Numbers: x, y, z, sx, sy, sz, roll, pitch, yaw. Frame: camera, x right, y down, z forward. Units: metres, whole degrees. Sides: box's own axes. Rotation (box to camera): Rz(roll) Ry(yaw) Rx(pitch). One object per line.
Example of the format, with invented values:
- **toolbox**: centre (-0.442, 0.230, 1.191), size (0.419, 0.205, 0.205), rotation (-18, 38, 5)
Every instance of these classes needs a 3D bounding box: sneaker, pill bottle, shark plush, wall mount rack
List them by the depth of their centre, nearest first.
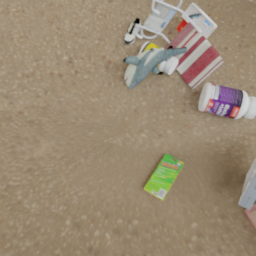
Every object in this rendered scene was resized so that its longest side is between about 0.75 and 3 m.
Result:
- **pill bottle**: centre (4.055, -1.024, 11.345), size (2.143, 1.194, 1.194), rotation (13, 64, 3)
- **shark plush**: centre (1.112, -2.710, 11.936), size (2.840, 1.290, 1.183), rotation (-21, 90, 4)
- **wall mount rack**: centre (1.743, -4.416, 12.366), size (2.411, 2.774, 1.034), rotation (14, 63, -20)
- **pill bottle**: centre (1.364, -3.108, 12.595), size (1.632, 0.933, 0.933), rotation (34, 68, 15)
- **sneaker**: centre (0.187, -4.716, 13.608), size (0.567, 0.615, 1.537), rotation (21, 66, 9)

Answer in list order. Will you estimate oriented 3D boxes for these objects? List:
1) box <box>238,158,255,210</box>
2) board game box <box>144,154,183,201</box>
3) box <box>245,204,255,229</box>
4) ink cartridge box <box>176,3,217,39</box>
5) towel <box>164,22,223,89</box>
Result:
- **box**: centre (4.310, 1.542, 9.344), size (0.415, 1.572, 2.017), rotation (25, 29, 19)
- **board game box**: centre (1.341, 1.799, 10.392), size (0.789, 0.248, 1.653), rotation (30, 69, 16)
- **box**: centre (4.996, 3.276, 9.139), size (1.079, 1.267, 1.981), rotation (-22, 65, -11)
- **ink cartridge box**: centre (3.043, -4.641, 12.899), size (0.359, 1.414, 1.604), rotation (-14, 62, -49)
- **towel**: centre (2.810, -3.189, 12.353), size (0.285, 1.808, 2.510), rotation (1, 52, -50)
